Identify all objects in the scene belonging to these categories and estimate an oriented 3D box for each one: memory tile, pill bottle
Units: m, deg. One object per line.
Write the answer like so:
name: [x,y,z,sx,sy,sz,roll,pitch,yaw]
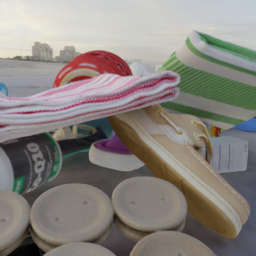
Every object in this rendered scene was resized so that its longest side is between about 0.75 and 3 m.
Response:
memory tile: [-0.555,0.915,1.432,2.291,0.192,1.756,-2,28,-13]
pill bottle: [-1.386,0.440,3.074,0.743,0.743,1.314,4,9,19]

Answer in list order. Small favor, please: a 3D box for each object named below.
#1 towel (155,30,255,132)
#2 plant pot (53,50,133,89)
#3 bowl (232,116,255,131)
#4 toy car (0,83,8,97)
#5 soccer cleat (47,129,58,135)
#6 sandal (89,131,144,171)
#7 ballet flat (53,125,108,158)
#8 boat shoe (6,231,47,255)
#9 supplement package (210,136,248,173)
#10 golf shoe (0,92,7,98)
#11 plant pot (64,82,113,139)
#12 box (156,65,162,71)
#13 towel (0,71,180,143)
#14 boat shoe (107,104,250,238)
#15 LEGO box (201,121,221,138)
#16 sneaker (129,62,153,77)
towel: [1.239,-0.472,4.668,2.116,0.325,2.775,12,-19,-15]
plant pot: [-0.854,-0.907,7.034,1.901,1.901,1.731,2,22,8]
bowl: [3.395,-0.215,7.187,1.602,0.314,1.602,-2,11,0]
toy car: [-6.660,-2.356,11.299,2.581,2.800,2.477,2,12,5]
soccer cleat: [-1.633,-0.061,4.983,0.602,0.747,1.754,45,40,21]
sandal: [0.137,0.128,4.709,1.011,0.611,2.485,13,12,9]
ballet flat: [-0.907,0.216,4.616,0.550,0.550,1.505,9,12,36]
boat shoe: [-0.660,0.911,2.046,1.088,0.388,0.328,-12,20,-22]
supplement package: [1.300,0.394,4.149,0.766,0.449,0.448,-3,10,-14]
golf shoe: [-4.490,-1.113,9.070,0.854,0.703,1.866,27,-10,36]
plant pot: [-0.803,-0.226,5.631,1.101,1.172,1.172,9,9,-17]
box: [2.471,-1.349,9.465,2.863,1.611,1.451,7,13,33]
towel: [-0.822,-0.442,3.623,1.981,0.405,2.707,-15,14,-18]
boat shoe: [0.514,0.168,3.071,0.758,0.808,2.193,-34,43,-10]
LEGO box: [1.085,0.105,4.942,0.637,0.330,0.855,15,-10,-43]
sneaker: [0.838,-1.829,11.460,0.769,0.904,2.043,-35,-40,31]
